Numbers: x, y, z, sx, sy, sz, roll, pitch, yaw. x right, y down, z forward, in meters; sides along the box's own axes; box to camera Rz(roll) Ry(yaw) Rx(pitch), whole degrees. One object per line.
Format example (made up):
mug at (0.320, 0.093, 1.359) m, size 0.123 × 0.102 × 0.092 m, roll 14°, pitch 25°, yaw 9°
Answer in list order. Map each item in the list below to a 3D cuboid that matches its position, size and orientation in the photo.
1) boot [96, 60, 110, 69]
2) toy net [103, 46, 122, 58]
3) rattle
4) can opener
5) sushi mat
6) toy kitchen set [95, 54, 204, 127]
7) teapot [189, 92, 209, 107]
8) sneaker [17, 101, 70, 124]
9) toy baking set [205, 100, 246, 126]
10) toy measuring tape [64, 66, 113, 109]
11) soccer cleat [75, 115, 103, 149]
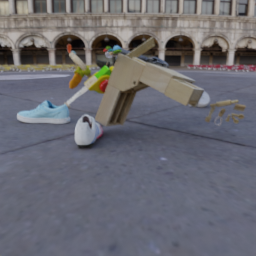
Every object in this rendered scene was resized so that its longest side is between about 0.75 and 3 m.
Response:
boot at (-1.253, -2.880, 13.607) m, size 0.648 × 0.936 × 0.363 m, roll 16°, pitch 42°, yaw 3°
toy net at (-0.547, -2.292, 8.606) m, size 0.496 × 0.183 × 0.945 m, roll -15°, pitch 2°, yaw -18°
rattle at (-2.416, -2.606, 11.984) m, size 1.659 × 1.185 × 1.080 m, roll 47°, pitch 13°, yaw 7°
can opener at (0.639, -2.928, 12.350) m, size 2.327 × 0.621 × 0.778 m, roll 19°, pitch 33°, yaw 1°
sushi mat at (0.508, -3.177, 11.499) m, size 1.363 × 0.082 × 0.652 m, roll -34°, pitch -21°, yaw 3°
toy kitchen set at (0.926, -0.843, 9.801) m, size 2.798 × 2.524 × 2.283 m, roll 31°, pitch 20°, yaw 25°
teapot at (3.873, -1.492, 15.239) m, size 0.983 × 0.970 × 0.718 m, roll 19°, pitch -25°, yaw -11°
sneaker at (-3.573, -0.715, 11.818) m, size 2.280 × 0.934 × 0.843 m, roll 1°, pitch 14°, yaw 4°
toy baking set at (3.360, -0.495, 9.828) m, size 1.480 × 1.136 × 0.172 m, roll -5°, pitch 44°, yaw 29°
toy measuring tape at (-1.630, -1.764, 13.252) m, size 2.974 × 1.094 × 1.094 m, roll -42°, pitch 19°, yaw 1°
soccer cleat at (-1.259, -0.042, 9.267) m, size 0.760 × 0.939 × 2.174 m, roll 0°, pitch 14°, yaw 0°
